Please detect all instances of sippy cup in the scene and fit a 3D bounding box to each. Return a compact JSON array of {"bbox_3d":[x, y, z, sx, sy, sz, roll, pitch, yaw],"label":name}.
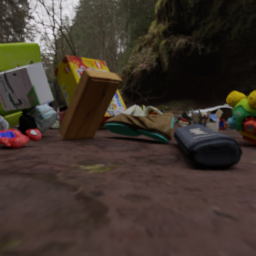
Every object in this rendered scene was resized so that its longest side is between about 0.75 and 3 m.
[{"bbox_3d":[-4.603,-0.900,16.926,1.203,1.642,1.290,19,-25,46],"label":"sippy cup"}]

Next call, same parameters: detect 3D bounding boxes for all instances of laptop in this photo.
[{"bbox_3d":[-5.700,-1.903,13.863,2.834,1.642,2.654,9,-5,40],"label":"laptop"}]

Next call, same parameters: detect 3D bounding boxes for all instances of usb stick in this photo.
[{"bbox_3d":[1.269,0.243,4.977,0.760,0.447,2.741,-2,4,5],"label":"usb stick"}]

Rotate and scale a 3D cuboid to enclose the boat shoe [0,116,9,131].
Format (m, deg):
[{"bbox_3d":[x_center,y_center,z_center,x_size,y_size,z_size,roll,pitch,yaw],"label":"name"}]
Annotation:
[{"bbox_3d":[-3.688,-0.060,6.593,1.584,0.553,0.564,-7,-34,-8],"label":"boat shoe"}]

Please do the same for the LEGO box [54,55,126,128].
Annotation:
[{"bbox_3d":[-1.443,-1.359,11.106,2.032,2.728,1.053,-5,-25,-48],"label":"LEGO box"}]

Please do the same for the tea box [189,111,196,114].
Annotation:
[{"bbox_3d":[4.546,-0.793,18.473,0.957,0.650,0.972,3,4,21],"label":"tea box"}]

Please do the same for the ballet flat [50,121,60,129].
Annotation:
[{"bbox_3d":[-3.100,-0.174,11.366,0.419,0.419,1.205,-3,5,-38],"label":"ballet flat"}]

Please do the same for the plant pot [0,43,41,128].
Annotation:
[{"bbox_3d":[-4.420,-1.212,8.790,2.721,2.481,2.735,2,17,30],"label":"plant pot"}]

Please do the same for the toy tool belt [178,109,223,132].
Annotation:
[{"bbox_3d":[2.270,-0.299,8.798,1.282,0.788,0.800,11,11,-2],"label":"toy tool belt"}]

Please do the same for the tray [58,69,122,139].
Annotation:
[{"bbox_3d":[-0.968,-0.516,6.985,0.941,1.907,0.353,-2,42,-41],"label":"tray"}]

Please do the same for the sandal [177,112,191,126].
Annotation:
[{"bbox_3d":[2.784,-0.326,13.196,0.412,0.573,1.443,45,3,-28],"label":"sandal"}]

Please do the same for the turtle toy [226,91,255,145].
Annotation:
[{"bbox_3d":[2.918,-0.098,5.946,1.395,0.967,1.914,24,0,-16],"label":"turtle toy"}]

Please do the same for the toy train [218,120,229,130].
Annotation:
[{"bbox_3d":[3.760,-0.084,10.703,0.535,0.392,0.925,13,-1,-20],"label":"toy train"}]

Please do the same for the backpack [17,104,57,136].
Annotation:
[{"bbox_3d":[-2.479,-0.219,7.707,0.662,0.873,1.046,40,41,3],"label":"backpack"}]

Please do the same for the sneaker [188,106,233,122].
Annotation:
[{"bbox_3d":[4.234,-0.627,14.034,2.541,0.925,1.076,-1,6,0],"label":"sneaker"}]

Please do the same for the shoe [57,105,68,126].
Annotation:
[{"bbox_3d":[-2.472,-0.643,11.683,0.586,0.746,1.639,-2,26,10],"label":"shoe"}]

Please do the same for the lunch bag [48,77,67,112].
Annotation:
[{"bbox_3d":[-2.363,-1.647,13.095,2.462,1.715,2.065,-13,-18,-32],"label":"lunch bag"}]

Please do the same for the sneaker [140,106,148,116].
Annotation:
[{"bbox_3d":[0.785,-0.584,13.494,0.406,0.960,0.357,9,-6,-32],"label":"sneaker"}]

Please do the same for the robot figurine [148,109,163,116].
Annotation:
[{"bbox_3d":[1.242,-0.840,16.912,1.762,0.707,2.430,-1,3,10],"label":"robot figurine"}]

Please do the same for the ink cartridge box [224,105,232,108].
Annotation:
[{"bbox_3d":[6.710,-0.806,15.984,2.041,1.046,2.762,1,5,9],"label":"ink cartridge box"}]

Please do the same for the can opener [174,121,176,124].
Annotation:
[{"bbox_3d":[1.864,-0.463,14.018,0.610,0.483,1.836,-38,15,-8],"label":"can opener"}]

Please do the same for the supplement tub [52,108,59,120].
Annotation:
[{"bbox_3d":[-2.751,-1.346,15.921,2.097,2.097,2.893,2,5,29],"label":"supplement tub"}]

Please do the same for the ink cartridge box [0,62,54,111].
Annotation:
[{"bbox_3d":[-2.707,-1.017,7.148,1.369,1.000,0.577,-6,19,30],"label":"ink cartridge box"}]

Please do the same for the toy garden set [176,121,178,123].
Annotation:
[{"bbox_3d":[3.035,-0.290,14.716,1.002,0.200,0.835,0,2,-13],"label":"toy garden set"}]

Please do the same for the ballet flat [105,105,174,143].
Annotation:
[{"bbox_3d":[0.311,-0.179,7.250,0.780,0.832,2.299,36,-18,-35],"label":"ballet flat"}]

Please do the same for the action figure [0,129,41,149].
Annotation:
[{"bbox_3d":[-2.916,0.182,5.659,2.207,0.570,0.722,2,1,-18],"label":"action figure"}]
